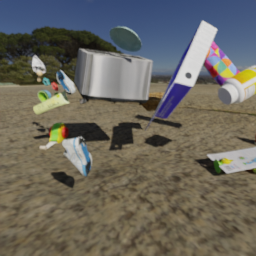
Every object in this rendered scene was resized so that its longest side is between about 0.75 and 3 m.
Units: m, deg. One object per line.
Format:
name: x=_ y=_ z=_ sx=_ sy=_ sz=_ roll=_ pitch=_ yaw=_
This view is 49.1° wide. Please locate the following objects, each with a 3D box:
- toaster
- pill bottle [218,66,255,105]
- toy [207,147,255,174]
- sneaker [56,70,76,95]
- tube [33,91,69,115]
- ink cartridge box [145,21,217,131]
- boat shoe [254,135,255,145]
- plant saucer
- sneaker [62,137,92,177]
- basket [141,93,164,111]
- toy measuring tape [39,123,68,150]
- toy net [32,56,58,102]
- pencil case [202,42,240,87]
toaster: x=-0.557 y=-1.671 z=9.157 sx=2.229 sy=1.462 sz=2.465 roll=2 pitch=19 yaw=-17
pill bottle: x=3.131 y=-1.143 z=7.706 sx=1.321 sy=0.722 sz=0.722 roll=-28 pitch=23 yaw=-18
toy: x=4.071 y=1.170 z=9.226 sx=2.531 sy=0.598 sz=1.458 roll=-5 pitch=17 yaw=-7
sneaker: x=-2.060 y=-1.533 z=9.414 sx=0.339 sy=0.905 sz=0.392 roll=-28 pitch=3 yaw=36
tube: x=-2.741 y=-0.865 z=9.967 sx=1.291 sy=0.375 sz=0.335 roll=-22 pitch=31 yaw=9
ink cartridge box: x=1.487 y=-1.277 z=8.354 sx=0.586 sy=2.701 sz=2.676 roll=28 pitch=-17 yaw=2
boat shoe: x=6.390 y=0.558 z=11.591 sx=0.798 sy=0.701 sz=2.241 roll=-10 pitch=18 yaw=-42
plant saucer: x=-0.042 y=-2.408 z=7.483 sx=0.936 sy=0.180 sz=0.936 roll=22 pitch=-19 yaw=8
sneaker: x=-1.068 y=0.593 z=5.806 sx=0.476 sy=1.099 sz=0.412 roll=1 pitch=42 yaw=12
basket: x=1.233 y=-1.370 z=12.693 sx=1.237 sy=0.922 sz=0.883 roll=-1 pitch=-32 yaw=43
toy measuring tape: x=-3.290 y=0.280 z=12.499 sx=0.885 sy=0.885 sz=2.407 roll=2 pitch=13 yaw=10
toy net: x=-3.190 y=-1.792 z=10.537 sx=0.944 sy=1.800 sz=0.348 roll=5 pitch=33 yaw=35
pencil case: x=3.781 y=-2.358 z=11.479 sx=1.043 sy=2.360 sz=1.043 roll=-39 pitch=4 yaw=3
